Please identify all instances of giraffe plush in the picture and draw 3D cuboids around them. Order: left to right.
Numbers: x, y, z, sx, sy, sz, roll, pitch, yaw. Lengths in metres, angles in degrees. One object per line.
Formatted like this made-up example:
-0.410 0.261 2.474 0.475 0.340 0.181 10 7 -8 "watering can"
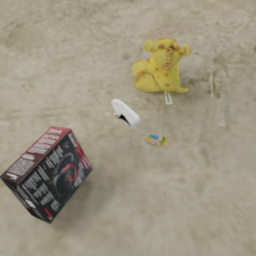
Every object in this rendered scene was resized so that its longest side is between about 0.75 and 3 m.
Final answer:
1.458 -2.781 11.914 2.481 2.332 2.875 -15 49 -14 "giraffe plush"

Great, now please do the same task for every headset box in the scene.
-2.213 1.247 8.360 0.916 1.814 2.441 8 45 34 "headset box"

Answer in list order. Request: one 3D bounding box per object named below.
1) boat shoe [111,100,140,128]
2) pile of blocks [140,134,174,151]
-0.178 -0.436 8.862 0.434 0.456 1.268 -35 63 -24 "boat shoe"
0.843 0.398 8.283 0.975 0.303 0.400 15 70 3 "pile of blocks"
